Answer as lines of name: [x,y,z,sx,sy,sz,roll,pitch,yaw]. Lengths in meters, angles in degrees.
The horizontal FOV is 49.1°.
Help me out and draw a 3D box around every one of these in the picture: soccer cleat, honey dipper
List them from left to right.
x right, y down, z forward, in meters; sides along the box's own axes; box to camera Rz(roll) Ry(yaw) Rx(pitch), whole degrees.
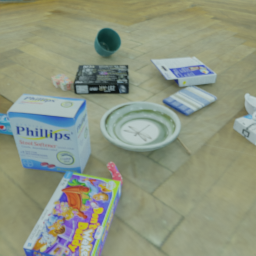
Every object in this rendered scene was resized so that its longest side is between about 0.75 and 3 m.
soccer cleat: [-0.380,1.460,8.706,0.305,0.350,0.916,-35,55,6]
honey dipper: [1.906,0.529,10.008,0.234,0.234,1.232,-15,43,-20]

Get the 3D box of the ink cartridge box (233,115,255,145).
ink cartridge box: [4.680,0.107,10.352,0.773,0.445,1.335,-17,40,-21]

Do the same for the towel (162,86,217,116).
towel: [2.694,-1.217,12.280,2.058,0.245,1.512,-27,45,-31]

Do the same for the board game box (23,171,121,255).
board game box: [-1.299,2.324,7.293,1.663,0.554,2.473,9,38,10]

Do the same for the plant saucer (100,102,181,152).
plant saucer: [0.432,0.056,10.170,2.868,0.720,2.868,-1,37,0]

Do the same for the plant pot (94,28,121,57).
plant pot: [-1.291,-4.758,15.991,1.462,1.462,1.173,-23,0,-28]

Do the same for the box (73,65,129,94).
box: [-1.232,-2.378,13.555,2.558,0.557,2.049,-1,37,-1]

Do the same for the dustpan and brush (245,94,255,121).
dustpan and brush: [5.404,-0.720,11.106,2.084,0.854,2.986,25,44,29]

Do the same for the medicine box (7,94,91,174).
medicine box: [-2.342,0.208,8.729,2.021,2.219,1.142,5,37,7]

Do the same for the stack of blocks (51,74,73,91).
stack of blocks: [-3.180,-2.178,13.482,0.650,0.331,1.130,-22,43,-27]

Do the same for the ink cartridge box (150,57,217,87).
ink cartridge box: [2.671,-2.845,14.081,2.562,0.602,2.532,-9,36,-10]

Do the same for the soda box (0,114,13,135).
soda box: [-4.276,-0.096,10.517,1.668,0.566,0.535,8,38,11]
